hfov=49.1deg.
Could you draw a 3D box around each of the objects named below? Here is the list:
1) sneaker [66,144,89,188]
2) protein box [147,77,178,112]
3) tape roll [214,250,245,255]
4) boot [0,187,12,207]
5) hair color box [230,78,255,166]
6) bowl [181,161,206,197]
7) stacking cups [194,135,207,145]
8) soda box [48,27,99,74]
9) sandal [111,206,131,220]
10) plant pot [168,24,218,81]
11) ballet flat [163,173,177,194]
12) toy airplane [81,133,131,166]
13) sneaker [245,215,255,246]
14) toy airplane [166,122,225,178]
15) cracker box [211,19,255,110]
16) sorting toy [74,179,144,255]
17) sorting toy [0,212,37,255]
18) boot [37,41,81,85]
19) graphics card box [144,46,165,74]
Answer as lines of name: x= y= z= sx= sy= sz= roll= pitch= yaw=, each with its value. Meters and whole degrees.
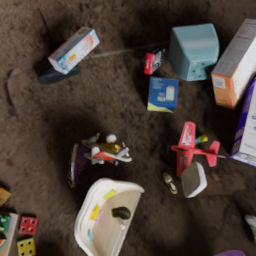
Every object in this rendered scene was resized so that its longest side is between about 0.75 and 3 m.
sneaker: x=-1.579 y=1.189 z=8.994 sx=0.636 sy=0.614 sz=1.524 roll=16 pitch=52 yaw=-16
protein box: x=1.254 y=-1.208 z=10.280 sx=1.016 sy=0.690 sz=1.023 roll=6 pitch=71 yaw=2
tape roll: x=2.310 y=4.295 z=7.511 sx=2.333 sy=2.333 sz=0.765 roll=-31 pitch=77 yaw=-10
boot: x=-4.446 y=1.872 z=9.373 sx=1.312 sy=0.449 sz=1.235 roll=33 pitch=74 yaw=10
hair color box: x=4.812 y=-0.144 z=9.792 sx=1.626 sy=0.964 sz=2.975 roll=20 pitch=70 yaw=6
bowl: x=2.156 y=1.694 z=9.094 sx=0.366 sy=0.979 sz=0.980 roll=14 pitch=46 yaw=-20
stacking cups: x=2.417 y=0.494 z=9.978 sx=0.780 sy=0.236 sz=0.236 roll=-23 pitch=73 yaw=-3
soda box: x=-1.951 y=-2.850 z=10.208 sx=0.648 sy=0.603 sz=1.896 roll=28 pitch=69 yaw=34
sandal: x=-0.181 y=2.586 z=8.506 sx=0.268 sy=0.981 sz=0.401 roll=4 pitch=72 yaw=-33
plant pot: x=2.375 y=-2.511 z=9.887 sx=1.497 sy=1.502 sz=1.529 roll=-8 pitch=54 yaw=-5
ballet flat: x=1.435 y=1.848 z=9.483 sx=0.268 sy=0.246 sz=0.779 roll=-28 pitch=73 yaw=-9
toy airplane: x=-0.735 y=0.682 z=9.080 sx=1.468 sy=1.462 sz=1.036 roll=17 pitch=93 yaw=-17
sneaker: x=4.164 y=3.444 z=8.802 sx=0.680 sy=0.560 sz=1.479 roll=-38 pitch=74 yaw=-7
toy airplane: x=2.284 y=0.767 z=9.569 sx=1.954 sy=0.359 sz=1.954 roll=1 pitch=96 yaw=12
cracker box: x=3.965 y=-2.245 z=9.950 sx=0.773 sy=1.795 sz=2.680 roll=24 pitch=70 yaw=34
sorting toy: x=-0.779 y=2.496 z=8.028 sx=1.399 sy=2.358 sz=2.620 roll=16 pitch=67 yaw=20
sorting toy: x=-4.337 y=3.366 z=8.837 sx=2.961 sy=0.501 sz=1.427 roll=8 pitch=72 yaw=2
boot: x=-2.799 y=-2.519 z=10.740 sx=1.701 sy=0.650 sz=1.430 roll=-21 pitch=75 yaw=-12
graphics card box: x=0.974 y=-2.495 z=10.274 sx=0.296 sy=0.729 sz=1.163 roll=20 pitch=36 yaw=21
